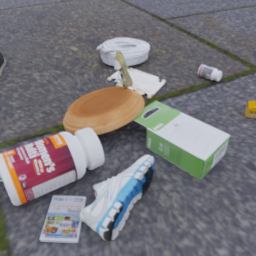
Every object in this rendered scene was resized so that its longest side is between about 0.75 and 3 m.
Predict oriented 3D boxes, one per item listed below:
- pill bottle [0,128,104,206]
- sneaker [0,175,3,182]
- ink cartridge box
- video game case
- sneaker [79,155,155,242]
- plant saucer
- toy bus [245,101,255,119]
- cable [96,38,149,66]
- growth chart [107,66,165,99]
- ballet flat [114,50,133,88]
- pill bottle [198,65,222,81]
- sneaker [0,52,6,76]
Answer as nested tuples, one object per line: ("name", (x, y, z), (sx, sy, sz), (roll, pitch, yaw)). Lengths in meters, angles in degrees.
("pill bottle", (-2.041, 0.941, 7.586), (2.562, 1.403, 1.403), (-22, 44, -24))
("sneaker", (-3.472, 1.252, 7.964), (1.122, 0.452, 0.429), (-6, 38, -9))
("ink cartridge box", (1.529, 0.267, 8.850), (2.821, 0.837, 1.465), (30, 48, 32))
("video game case", (-1.593, 2.248, 7.004), (0.897, 0.113, 1.253), (2, 39, 2))
("sneaker", (-0.244, 1.524, 7.264), (1.156, 1.000, 2.668), (18, 42, 28))
("plant saucer", (-0.899, -0.710, 9.642), (2.894, 0.542, 2.894), (-13, 28, 7))
("toy bus", (5.073, -0.591, 10.103), (1.505, 0.589, 0.490), (10, 39, 12))
("cable", (-0.161, -3.714, 13.659), (2.373, 0.821, 2.372), (8, 34, 10))
("growth chart", (0.335, -2.038, 12.177), (2.494, 0.221, 1.805), (27, 46, 29))
("ballet flat", (-0.227, -1.956, 9.560), (0.468, 1.324, 0.468), (-17, 29, 10))
("pill bottle", (3.611, -2.414, 12.384), (0.935, 0.542, 0.542), (28, 47, 30))
("sneaker", (-6.374, -3.439, 12.851), (1.076, 1.528, 2.877), (-12, 41, -15))
